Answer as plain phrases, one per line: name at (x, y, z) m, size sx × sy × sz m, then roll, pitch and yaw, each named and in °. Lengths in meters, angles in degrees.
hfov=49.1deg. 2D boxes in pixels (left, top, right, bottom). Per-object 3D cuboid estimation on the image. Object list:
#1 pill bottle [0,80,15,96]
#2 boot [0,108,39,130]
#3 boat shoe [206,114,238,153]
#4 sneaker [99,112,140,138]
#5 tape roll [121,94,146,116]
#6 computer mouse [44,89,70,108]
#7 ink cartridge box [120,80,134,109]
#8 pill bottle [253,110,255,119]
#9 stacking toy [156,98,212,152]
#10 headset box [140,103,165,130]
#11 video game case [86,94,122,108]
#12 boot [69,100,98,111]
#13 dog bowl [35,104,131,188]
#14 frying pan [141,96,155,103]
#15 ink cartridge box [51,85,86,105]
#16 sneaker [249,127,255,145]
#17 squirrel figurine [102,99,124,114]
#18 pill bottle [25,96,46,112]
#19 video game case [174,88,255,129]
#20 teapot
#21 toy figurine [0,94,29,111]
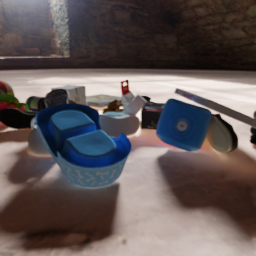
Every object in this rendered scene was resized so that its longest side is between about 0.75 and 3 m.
pill bottle at (-6.415, -1.210, 12.155) m, size 1.539 × 1.539 × 2.696 m, roll 6°, pitch 16°, yaw 19°
boot at (-3.828, -0.369, 10.923) m, size 1.977 × 0.766 × 1.367 m, roll 13°, pitch 11°, yaw 2°
boat shoe at (2.862, 0.045, 8.640) m, size 0.927 × 0.985 × 2.742 m, roll -2°, pitch 13°, yaw 1°
sneaker at (-0.808, -0.051, 9.297) m, size 1.058 × 0.954 × 2.581 m, roll 11°, pitch 8°, yaw 44°
tape roll at (0.126, -0.684, 10.780) m, size 0.454 × 1.297 × 1.297 m, roll 39°, pitch 16°, yaw -5°
computer mouse at (-2.394, -0.492, 9.915) m, size 1.471 × 0.588 × 2.682 m, roll -14°, pitch 41°, yaw -4°
ink cartridge box at (0.035, -1.406, 12.876) m, size 0.438 × 1.536 × 1.249 m, roll 5°, pitch 16°, yaw 16°
pill bottle at (5.535, -0.468, 11.474) m, size 0.476 × 0.476 × 0.822 m, roll -2°, pitch 16°, yaw -7°
stacking toy at (1.891, -0.154, 9.217) m, size 1.454 × 1.375 × 2.505 m, roll 20°, pitch 10°, yaw 14°
headset box at (1.270, -0.453, 10.859) m, size 1.484 × 0.770 × 1.994 m, roll 2°, pitch 16°, yaw 7°
video game case at (-1.551, -1.558, 15.780) m, size 2.573 × 0.295 × 2.342 m, roll 15°, pitch 21°, yaw 42°
boot at (-2.455, -0.528, 10.966) m, size 2.362 × 0.854 × 1.964 m, roll 6°, pitch 16°, yaw 14°
dog bowl at (-1.143, 0.346, 6.774) m, size 1.636 × 0.728 × 2.936 m, roll -16°, pitch 36°, yaw -31°
frying pan at (0.896, -1.235, 12.564) m, size 1.169 × 0.190 × 0.707 m, roll 18°, pitch 29°, yaw 23°
ink cartridge box at (-3.013, -1.549, 14.234) m, size 1.107 × 1.088 × 1.504 m, roll 7°, pitch 17°, yaw 25°
sneaker at (4.153, 0.187, 9.018) m, size 0.764 × 0.510 × 1.334 m, roll 5°, pitch 20°, yaw -7°
squirrel figurine at (-0.615, -0.651, 12.066) m, size 1.039 × 0.735 × 0.970 m, roll -19°, pitch 31°, yaw -14°
pill bottle at (-4.010, -1.045, 12.968) m, size 1.424 × 0.797 × 0.797 m, roll 10°, pitch 18°, yaw 32°
video game case at (2.787, -0.654, 8.897) m, size 2.044 × 0.257 × 2.854 m, roll 20°, pitch 10°, yaw -13°
teapot at (-2.336, 0.193, 8.172) m, size 1.299 × 0.949 × 1.282 m, roll -1°, pitch 15°, yaw -2°
toy figurine at (-4.805, -0.622, 11.624) m, size 1.469 × 1.103 × 1.352 m, roll 12°, pitch 21°, yaw -31°
